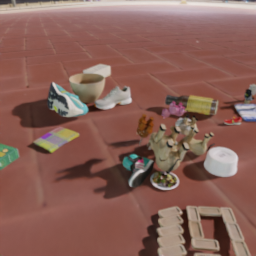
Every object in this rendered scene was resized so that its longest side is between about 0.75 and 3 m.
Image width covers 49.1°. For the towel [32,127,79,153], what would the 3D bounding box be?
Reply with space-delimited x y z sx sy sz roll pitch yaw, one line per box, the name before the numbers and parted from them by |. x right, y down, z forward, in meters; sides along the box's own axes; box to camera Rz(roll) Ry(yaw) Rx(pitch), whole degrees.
towel | -2.662 0.411 10.495 1.059 0.168 1.475 19 35 29

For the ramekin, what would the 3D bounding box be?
ramekin | 2.988 1.058 8.987 1.024 0.499 1.024 0 29 0

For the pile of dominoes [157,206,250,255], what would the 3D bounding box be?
pile of dominoes | 1.641 2.722 6.392 1.983 0.405 2.544 2 21 5

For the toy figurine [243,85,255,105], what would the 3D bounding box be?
toy figurine | 6.151 -1.460 13.230 1.208 0.854 1.227 12 32 31

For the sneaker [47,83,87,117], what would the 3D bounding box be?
sneaker | -2.865 -1.194 12.714 1.169 1.138 2.936 1 26 -39

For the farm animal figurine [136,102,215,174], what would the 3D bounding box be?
farm animal figurine | 1.475 0.368 9.544 2.191 1.364 2.713 42 38 26

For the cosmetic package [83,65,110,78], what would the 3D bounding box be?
cosmetic package | -1.839 -3.263 16.635 0.822 0.581 1.588 19 35 30

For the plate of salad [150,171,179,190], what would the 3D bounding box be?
plate of salad | 1.096 1.541 8.426 0.854 0.205 0.854 0 29 0

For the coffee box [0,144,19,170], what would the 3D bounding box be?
coffee box | -4.606 1.135 8.935 1.148 0.411 1.867 12 31 22

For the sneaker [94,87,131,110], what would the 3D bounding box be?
sneaker | -0.748 -1.474 13.117 1.932 0.889 0.732 -18 33 -29

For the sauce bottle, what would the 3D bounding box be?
sauce bottle | 2.824 -1.090 12.588 2.287 0.740 0.740 13 32 22

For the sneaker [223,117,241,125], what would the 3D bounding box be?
sneaker | 4.326 -0.325 11.633 0.772 0.328 0.297 -4 30 -8

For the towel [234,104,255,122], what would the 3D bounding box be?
towel | 5.472 -0.692 12.450 1.108 0.180 1.509 0 29 2

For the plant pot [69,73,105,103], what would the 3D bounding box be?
plant pot | -1.946 -1.867 13.570 1.672 1.122 1.672 0 29 0

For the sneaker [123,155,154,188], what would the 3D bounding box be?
sneaker | 0.159 1.248 8.535 0.838 0.581 1.389 20 27 23
